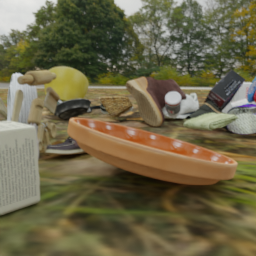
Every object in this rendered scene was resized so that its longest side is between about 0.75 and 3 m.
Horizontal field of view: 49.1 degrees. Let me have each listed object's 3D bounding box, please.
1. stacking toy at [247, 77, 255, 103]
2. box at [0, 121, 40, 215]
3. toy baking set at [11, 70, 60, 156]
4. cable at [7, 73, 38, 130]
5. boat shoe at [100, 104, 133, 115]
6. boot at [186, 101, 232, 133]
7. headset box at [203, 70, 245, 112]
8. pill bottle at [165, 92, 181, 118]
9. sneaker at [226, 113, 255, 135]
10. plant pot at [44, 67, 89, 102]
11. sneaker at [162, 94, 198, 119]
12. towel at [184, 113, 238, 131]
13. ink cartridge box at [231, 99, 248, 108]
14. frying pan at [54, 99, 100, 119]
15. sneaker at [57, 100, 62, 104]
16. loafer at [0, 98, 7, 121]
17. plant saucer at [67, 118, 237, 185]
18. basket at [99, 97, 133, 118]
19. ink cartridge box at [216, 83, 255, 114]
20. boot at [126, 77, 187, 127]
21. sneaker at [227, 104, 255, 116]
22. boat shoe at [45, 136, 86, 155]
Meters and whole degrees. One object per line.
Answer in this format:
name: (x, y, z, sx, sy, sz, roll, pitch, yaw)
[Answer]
stacking toy: (4.621, -0.866, 8.143, 1.078, 1.140, 1.964, -21, 48, -36)
box: (-2.372, 0.610, 2.984, 0.915, 1.099, 2.675, 9, 13, 44)
toy baking set: (-1.727, -0.217, 5.436, 0.274, 1.808, 2.356, 0, 9, 7)
cable: (-2.379, -0.409, 6.264, 0.549, 1.587, 1.586, 2, -1, -27)
boat shoe: (-0.495, -0.860, 11.757, 1.381, 0.440, 0.488, -4, 54, 4)
boot: (2.578, -0.130, 8.712, 0.957, 0.536, 1.383, -32, 51, -16)
headset box: (3.279, -1.138, 9.808, 0.637, 1.650, 1.228, 42, 69, 16)
pill bottle: (1.536, -0.760, 9.522, 0.530, 0.530, 0.914, 2, -31, 12)
sneaker: (3.674, -0.104, 7.968, 1.711, 0.595, 0.851, -10, -14, 10)
plant pot: (-2.945, -1.565, 12.922, 2.075, 1.473, 2.075, 2, -34, 1)
sneaker: (2.034, -0.879, 11.468, 0.927, 0.977, 2.427, 10, 15, 43)
towel: (2.145, -0.189, 7.300, 1.255, 0.229, 0.931, -17, 15, -35)
ink cartridge box: (4.302, -0.666, 10.622, 0.589, 0.579, 0.800, -17, 16, 21)
frying pan: (-2.037, -0.681, 11.503, 1.593, 0.429, 2.633, -20, -13, 17)
sneaker: (-2.897, -0.783, 11.907, 0.571, 0.671, 1.471, -16, -29, 30)
loafer: (-4.710, -0.653, 10.374, 0.418, 1.106, 0.378, -4, 32, 40)
plant saucer: (0.343, 0.365, 4.612, 2.720, 0.439, 2.720, 15, 4, -1)
basket: (-0.410, -0.969, 10.524, 0.874, 0.912, 1.225, -33, -3, 11)
ink cartridge box: (5.018, -1.257, 12.249, 1.408, 1.433, 1.946, -5, 12, -28)
boot: (1.323, -1.099, 10.386, 2.165, 0.942, 2.603, -6, 43, -25)
sneaker: (4.539, -0.491, 9.557, 2.276, 0.791, 1.132, 4, 17, 17)
boat shoe: (-1.105, 0.319, 6.088, 1.445, 0.468, 0.520, -4, 2, -38)
